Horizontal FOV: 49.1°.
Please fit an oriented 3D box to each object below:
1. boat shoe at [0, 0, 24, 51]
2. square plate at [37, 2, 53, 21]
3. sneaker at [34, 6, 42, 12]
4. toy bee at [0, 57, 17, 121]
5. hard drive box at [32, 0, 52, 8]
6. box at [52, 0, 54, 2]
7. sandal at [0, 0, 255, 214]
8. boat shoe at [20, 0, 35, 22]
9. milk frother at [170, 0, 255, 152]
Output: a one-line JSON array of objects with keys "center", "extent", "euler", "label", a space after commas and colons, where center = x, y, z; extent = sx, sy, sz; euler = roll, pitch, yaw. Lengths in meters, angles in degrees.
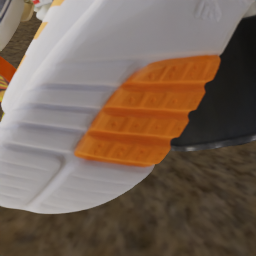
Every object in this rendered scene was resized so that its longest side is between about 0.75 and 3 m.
[{"center": [-2.123, -2.115, 3.791], "extent": [0.921, 1.144, 2.466], "euler": [-28, 54, 23], "label": "boat shoe"}, {"center": [-1.009, -4.286, 8.864], "extent": [2.924, 2.952, 0.420], "euler": [14, 26, -30], "label": "square plate"}, {"center": [-2.768, -4.462, 7.763], "extent": [1.205, 2.044, 0.752], "euler": [10, 16, -39], "label": "sneaker"}, {"center": [-1.154, -0.280, 3.037], "extent": [0.650, 1.196, 0.783], "euler": [-33, 20, 35], "label": "toy bee"}, {"center": [-1.877, -3.240, 6.441], "extent": [0.826, 0.644, 0.317], "euler": [-13, 41, 14], "label": "hard drive box"}, {"center": [-0.404, -2.869, 5.341], "extent": [1.299, 2.096, 2.061], "euler": [12, 46, -41], "label": "box"}, {"center": [0.095, -0.566, 1.500], "extent": [0.895, 2.336, 0.669], "euler": [30, 9, -43], "label": "sandal"}, {"center": [-2.614, -3.420, 6.815], "extent": [0.860, 2.383, 0.774], "euler": [-17, 70, -26], "label": "boat shoe"}, {"center": [0.216, -0.984, 3.258], "extent": [2.763, 2.599, 2.494], "euler": [-18, 3, -28], "label": "milk frother"}]
